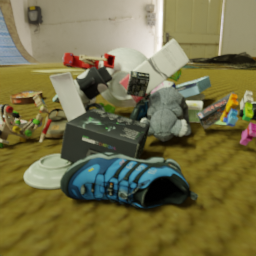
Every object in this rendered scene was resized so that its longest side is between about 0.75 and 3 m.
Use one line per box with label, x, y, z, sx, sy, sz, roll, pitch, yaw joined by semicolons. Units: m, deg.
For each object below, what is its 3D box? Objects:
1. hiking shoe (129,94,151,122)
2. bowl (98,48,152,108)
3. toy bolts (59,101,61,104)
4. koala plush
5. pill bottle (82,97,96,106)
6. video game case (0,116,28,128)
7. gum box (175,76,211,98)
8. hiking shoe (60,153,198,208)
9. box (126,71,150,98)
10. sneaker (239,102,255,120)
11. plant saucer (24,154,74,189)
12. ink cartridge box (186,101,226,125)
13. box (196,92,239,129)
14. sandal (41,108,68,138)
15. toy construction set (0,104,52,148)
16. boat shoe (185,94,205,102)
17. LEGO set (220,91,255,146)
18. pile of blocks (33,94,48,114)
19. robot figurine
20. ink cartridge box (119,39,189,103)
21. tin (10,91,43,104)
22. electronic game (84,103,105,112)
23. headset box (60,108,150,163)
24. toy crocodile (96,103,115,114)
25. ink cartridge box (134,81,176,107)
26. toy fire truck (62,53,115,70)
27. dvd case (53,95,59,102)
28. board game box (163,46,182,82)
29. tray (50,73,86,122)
hiking shoe;0.869;-0.751;12.172;0.973;0.835;2.244;34;44;12
bowl;-0.193;-2.032;12.445;2.811;2.811;1.263;1;25;5
toy bolts;-3.233;-1.442;15.416;0.983;0.682;0.939;-22;-15;-30
koala plush;1.233;-0.272;9.605;1.782;1.847;2.010;4;29;15
pill bottle;-2.452;-1.533;15.055;1.308;0.745;0.745;-13;21;-39
video game case;-5.605;-0.166;11.454;2.484;0.217;1.776;11;20;34
gum box;3.039;-2.069;15.611;2.530;0.663;2.978;-14;7;30
hiking shoe;-0.029;1.121;5.834;2.734;1.017;1.185;-3;16;-11
box;0.330;-1.473;9.466;0.655;0.800;0.345;7;48;-6
sneaker;5.943;-0.659;12.241;2.037;0.771;0.892;-2;22;-6
plant saucer;-1.847;1.021;7.234;1.641;0.412;1.641;0;17;0
ink cartridge box;3.292;-0.717;12.625;2.724;0.653;1.982;3;17;16
box;3.312;-0.603;10.298;1.498;0.282;1.023;-32;-31;10
sandal;-2.784;-0.354;11.027;1.153;0.775;2.870;-1;17;-6
toy construction set;-3.586;0.142;9.309;1.797;1.381;1.498;13;-15;19
boat shoe;3.545;-1.484;15.580;1.538;0.475;0.560;-16;56;-13
LEGO set;3.529;-0.336;9.219;0.865;0.931;2.268;19;43;3
pile of blocks;-3.465;-0.889;11.046;0.994;0.309;0.408;57;9;27
robot figurine;-1.481;-1.729;11.024;1.715;1.289;1.070;-33;58;4
ink cartridge box;0.946;-2.135;10.685;2.446;1.037;1.781;-40;7;8
tin;-5.914;-1.800;16.455;1.327;0.496;2.370;-1;16;10
electronic game;-1.337;-0.566;10.776;0.898;0.898;0.187;0;-26;-1
headset box;-0.545;0.347;7.647;1.900;1.012;2.183;16;17;7
toy crocodile;-1.146;-0.496;11.584;0.728;0.666;2.156;30;28;7
ink cartridge box;1.209;-1.762;14.634;1.928;0.425;1.964;-46;36;-15
toy fire truck;-1.691;-2.811;11.788;2.137;0.521;1.507;7;-1;-11
dvd case;-3.303;-1.869;16.166;1.803;0.198;1.316;-10;-8;-33
board game box;2.096;-3.097;13.733;0.998;0.468;1.965;31;-12;17
tray;-2.067;-1.052;10.176;1.054;1.963;0.218;-2;28;33
